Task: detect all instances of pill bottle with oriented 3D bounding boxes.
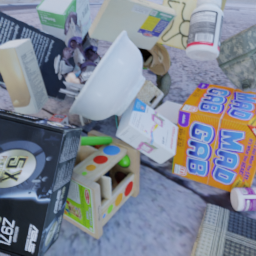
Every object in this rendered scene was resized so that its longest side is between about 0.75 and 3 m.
[{"bbox_3d":[3.162,1.787,7.023,1.013,0.569,0.569,0,31,-1],"label":"pill bottle"},{"bbox_3d":[1.803,-2.332,6.528,0.757,1.368,0.757,9,-4,1],"label":"pill bottle"}]

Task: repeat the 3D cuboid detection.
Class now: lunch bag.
[{"bbox_3d":[3.379,-1.925,7.548,1.771,1.485,1.234,-33,10,-30],"label":"lunch bag"}]

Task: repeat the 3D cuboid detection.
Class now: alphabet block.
[{"bbox_3d":[1.868,-3.261,8.231,1.586,1.624,1.594,23,34,18],"label":"alphabet block"}]

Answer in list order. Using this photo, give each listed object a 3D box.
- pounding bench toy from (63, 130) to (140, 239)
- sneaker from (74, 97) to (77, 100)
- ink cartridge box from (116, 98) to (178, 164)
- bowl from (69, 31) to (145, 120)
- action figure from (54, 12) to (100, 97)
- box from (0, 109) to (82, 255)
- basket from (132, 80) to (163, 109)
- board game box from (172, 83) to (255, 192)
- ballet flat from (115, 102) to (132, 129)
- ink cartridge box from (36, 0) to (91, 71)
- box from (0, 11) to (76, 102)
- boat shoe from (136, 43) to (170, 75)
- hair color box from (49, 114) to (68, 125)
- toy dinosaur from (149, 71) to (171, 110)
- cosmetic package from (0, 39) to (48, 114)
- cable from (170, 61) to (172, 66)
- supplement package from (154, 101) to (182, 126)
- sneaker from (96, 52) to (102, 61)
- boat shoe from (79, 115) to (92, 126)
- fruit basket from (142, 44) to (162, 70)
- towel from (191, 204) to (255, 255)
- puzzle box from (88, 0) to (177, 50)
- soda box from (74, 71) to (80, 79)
[{"bbox_3d":[-0.764,0.838,6.718,1.553,2.499,1.949,19,36,29],"label":"pounding bench toy"},{"bbox_3d":[-1.619,-1.629,12.371,1.562,0.837,0.522,-4,45,-8],"label":"sneaker"},{"bbox_3d":[0.501,0.086,6.775,1.370,0.580,0.990,34,43,-18],"label":"ink cartridge box"},{"bbox_3d":[-0.328,-1.006,6.632,1.045,2.326,2.326,35,32,-8],"label":"bowl"},{"bbox_3d":[-0.955,-1.543,6.657,1.722,0.918,2.646,12,45,-37],"label":"action figure"},{"bbox_3d":[-1.940,0.855,4.766,1.762,2.152,0.927,14,4,7],"label":"box"},{"bbox_3d":[0.542,-1.356,11.316,0.975,0.887,1.438,-52,29,-7],"label":"basket"},{"bbox_3d":[2.704,0.210,8.089,2.143,2.145,2.143,15,34,23],"label":"board game box"},{"bbox_3d":[-0.154,-0.732,11.004,0.798,0.808,2.374,-11,41,0],"label":"ballet flat"},{"bbox_3d":[-2.121,-3.572,10.000,1.089,2.490,1.809,14,58,10],"label":"ink cartridge box"},{"bbox_3d":[-3.327,-2.086,7.941,2.691,1.697,2.738,17,5,-44],"label":"box"},{"bbox_3d":[0.568,-2.352,8.988,0.989,2.774,0.895,4,72,31],"label":"boat shoe"},{"bbox_3d":[-2.528,0.344,9.069,0.535,0.928,1.673,10,32,16],"label":"hair color box"},{"bbox_3d":[1.410,-1.682,11.832,0.962,2.499,1.278,29,-1,-24],"label":"toy dinosaur"},{"bbox_3d":[-2.369,-1.142,6.316,0.542,1.526,0.803,-4,28,9],"label":"cosmetic package"},{"bbox_3d":[1.642,-3.903,16.577,1.896,0.477,0.921,5,34,9],"label":"cable"},{"bbox_3d":[1.539,-0.254,10.180,1.130,0.804,1.451,19,37,29],"label":"supplement package"},{"bbox_3d":[-1.749,-3.549,15.278,1.040,1.117,2.588,-34,42,-30],"label":"sneaker"},{"bbox_3d":[-1.478,-0.821,11.113,0.723,0.872,2.428,-4,25,0],"label":"boat shoe"},{"bbox_3d":[0.563,-3.825,11.039,1.924,2.668,2.668,1,30,-12],"label":"fruit basket"},{"bbox_3d":[2.392,2.592,6.024,1.820,0.327,1.891,16,32,19],"label":"towel"},{"bbox_3d":[0.117,-2.604,6.983,1.911,1.271,0.243,1,60,-34],"label":"puzzle box"},{"bbox_3d":[-1.033,-1.511,9.209,0.892,0.844,2.630,-38,24,-14],"label":"soda box"}]
